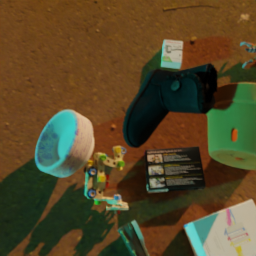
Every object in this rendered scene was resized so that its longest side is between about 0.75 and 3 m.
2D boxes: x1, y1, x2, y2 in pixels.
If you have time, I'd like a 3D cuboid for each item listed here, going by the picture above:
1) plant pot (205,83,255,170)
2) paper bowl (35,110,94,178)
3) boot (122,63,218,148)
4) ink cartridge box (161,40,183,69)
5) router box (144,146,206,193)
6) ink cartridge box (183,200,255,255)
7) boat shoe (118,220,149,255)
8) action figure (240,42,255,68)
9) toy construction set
[{"bbox_3d":[3.539,0.121,8.432,2.664,2.664,1.865,15,74,6],"label":"plant pot"},{"bbox_3d":[-2.204,0.635,10.290,2.392,1.244,2.392,-25,50,33],"label":"paper bowl"},{"bbox_3d":[1.230,-0.610,8.313,2.387,1.085,2.841,9,70,49],"label":"boot"},{"bbox_3d":[1.986,-3.346,12.705,0.868,0.501,1.193,6,68,3],"label":"ink cartridge box"},{"bbox_3d":[1.732,1.578,10.633,2.142,0.547,1.597,-3,67,-1],"label":"router box"},{"bbox_3d":[3.379,3.520,9.270,2.477,1.592,1.551,-18,68,-8],"label":"ink cartridge box"},{"bbox_3d":[0.388,4.391,9.326,0.733,0.877,2.453,-20,63,-8],"label":"boat shoe"},{"bbox_3d":[6.083,-3.108,12.361,1.934,1.046,1.999,-3,68,8],"label":"action figure"},{"bbox_3d":[-0.763,1.890,10.286,1.635,1.149,2.494,3,73,-25],"label":"toy construction set"}]
